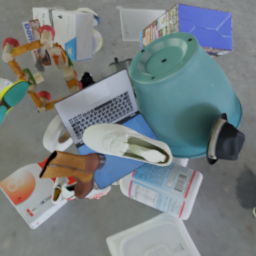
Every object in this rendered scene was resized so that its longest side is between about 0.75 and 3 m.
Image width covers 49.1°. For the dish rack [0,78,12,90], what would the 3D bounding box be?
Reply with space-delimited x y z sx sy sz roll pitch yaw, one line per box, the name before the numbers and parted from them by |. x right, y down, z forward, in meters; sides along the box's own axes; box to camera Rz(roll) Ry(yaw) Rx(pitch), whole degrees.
dish rack | -6.031 -1.636 12.261 1.430 0.363 1.667 8 53 7

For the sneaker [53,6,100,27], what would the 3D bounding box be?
sneaker | -2.869 -5.572 14.843 2.887 1.112 1.230 10 64 16

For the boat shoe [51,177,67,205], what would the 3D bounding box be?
boat shoe | -2.019 1.742 8.185 0.347 0.341 0.978 16 62 -3

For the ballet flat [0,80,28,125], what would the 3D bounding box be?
ballet flat | -3.651 -0.699 8.033 0.639 0.637 1.908 17 62 17

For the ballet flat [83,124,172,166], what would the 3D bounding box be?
ballet flat | 0.062 0.407 6.241 2.118 0.735 0.735 16 52 -16

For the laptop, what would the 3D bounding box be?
laptop | -0.407 0.021 7.355 2.100 2.243 1.300 -29 38 -13

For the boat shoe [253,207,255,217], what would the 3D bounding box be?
boat shoe | 5.046 2.260 9.225 2.155 0.675 0.788 -30 59 -22

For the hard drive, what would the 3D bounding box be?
hard drive | 0.716 -4.523 12.317 2.066 0.276 1.363 -6 87 -17

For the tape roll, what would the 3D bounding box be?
tape roll | -1.883 0.080 8.285 0.270 1.480 1.480 32 60 16

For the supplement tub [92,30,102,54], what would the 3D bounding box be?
supplement tub | -1.556 -3.483 11.331 0.943 0.943 1.300 5 23 4

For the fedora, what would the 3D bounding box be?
fedora | 2.536 0.362 7.110 0.689 1.508 1.508 18 54 31

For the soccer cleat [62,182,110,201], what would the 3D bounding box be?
soccer cleat | -1.207 1.749 8.073 1.402 0.597 0.481 -6 41 -8

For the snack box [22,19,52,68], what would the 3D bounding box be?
snack box | -3.108 -2.863 9.619 0.566 1.575 0.192 -16 13 -5

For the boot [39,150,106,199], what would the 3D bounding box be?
boot | -1.384 1.173 6.657 1.523 1.434 0.522 8 35 -49

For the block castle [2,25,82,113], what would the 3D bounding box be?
block castle | -2.651 -1.854 9.001 1.698 2.541 1.192 -18 42 5

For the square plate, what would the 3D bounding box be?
square plate | 0.914 3.885 8.219 2.479 0.356 2.503 -20 56 -13

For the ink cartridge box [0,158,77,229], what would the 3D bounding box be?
ink cartridge box | -2.815 1.890 9.537 1.937 0.599 2.388 39 65 24

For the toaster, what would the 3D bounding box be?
toaster | -0.058 -1.556 9.387 0.976 1.718 1.110 -12 79 7

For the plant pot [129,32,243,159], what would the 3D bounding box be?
plant pot | 1.500 -1.080 8.296 2.993 2.812 2.993 -21 43 21

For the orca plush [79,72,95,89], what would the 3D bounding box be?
orca plush | -1.937 -1.937 12.311 0.898 0.607 1.708 12 55 9

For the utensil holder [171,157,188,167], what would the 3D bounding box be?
utensil holder | 1.697 1.247 9.929 0.731 0.731 0.860 21 53 15

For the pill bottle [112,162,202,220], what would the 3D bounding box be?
pill bottle | 0.776 1.689 9.021 2.879 1.566 1.566 20 56 17

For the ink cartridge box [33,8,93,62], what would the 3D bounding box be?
ink cartridge box | -2.636 -3.559 10.445 2.763 1.603 0.937 20 29 30

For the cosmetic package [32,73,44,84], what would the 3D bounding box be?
cosmetic package | -4.281 -2.167 12.690 0.763 0.271 0.401 -36 61 -23

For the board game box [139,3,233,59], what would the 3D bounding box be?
board game box | 1.969 -3.146 10.131 2.189 2.746 1.330 -1 89 -22
